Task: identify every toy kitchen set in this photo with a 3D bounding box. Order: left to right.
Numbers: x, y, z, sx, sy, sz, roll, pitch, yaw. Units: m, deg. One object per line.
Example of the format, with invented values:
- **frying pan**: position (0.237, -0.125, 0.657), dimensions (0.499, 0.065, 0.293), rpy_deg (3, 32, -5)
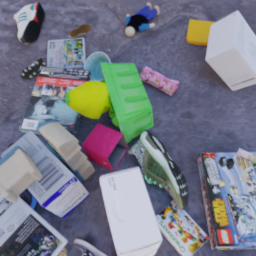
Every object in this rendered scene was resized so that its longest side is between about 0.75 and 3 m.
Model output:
- **toy kitchen set**: position (-2.366, 0.980, 7.473), dimensions (1.530, 2.597, 2.081), rpy_deg (38, 72, 22)

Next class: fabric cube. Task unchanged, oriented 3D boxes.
- **fabric cube**: position (-0.684, 0.599, 8.548), dimensions (0.938, 0.924, 0.941), rpy_deg (22, 63, 22)

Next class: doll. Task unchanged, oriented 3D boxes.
- **doll**: position (0.569, -4.611, 12.049), dimensions (1.388, 0.493, 2.034), rpy_deg (31, 63, 19)

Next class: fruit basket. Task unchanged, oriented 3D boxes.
- **fruit basket**: position (-0.649, -0.797, 8.931), dimensions (2.619, 1.889, 2.619), rpy_deg (-3, 59, 6)

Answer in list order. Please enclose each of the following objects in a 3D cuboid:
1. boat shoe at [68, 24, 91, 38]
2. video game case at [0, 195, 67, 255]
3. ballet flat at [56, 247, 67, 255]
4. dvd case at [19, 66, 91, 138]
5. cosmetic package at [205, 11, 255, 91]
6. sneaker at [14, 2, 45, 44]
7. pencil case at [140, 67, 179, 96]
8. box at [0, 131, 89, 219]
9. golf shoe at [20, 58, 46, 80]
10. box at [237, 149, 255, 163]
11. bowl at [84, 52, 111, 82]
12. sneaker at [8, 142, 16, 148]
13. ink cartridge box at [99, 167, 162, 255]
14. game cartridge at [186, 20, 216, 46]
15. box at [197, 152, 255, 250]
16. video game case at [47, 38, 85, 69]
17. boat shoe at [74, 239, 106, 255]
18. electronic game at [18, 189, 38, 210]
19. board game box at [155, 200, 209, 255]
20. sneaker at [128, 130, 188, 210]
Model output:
- **boat shoe**: position (-2.019, -4.031, 11.662), dimensions (1.029, 0.322, 0.377), rpy_deg (-27, 105, -18)
- **video game case**: position (-2.965, 2.955, 6.650), dimensions (2.050, 0.263, 2.255), rpy_deg (38, 69, 10)
- **ballet flat**: position (-2.844, 3.018, 7.231), dimensions (2.515, 0.821, 0.887), rpy_deg (11, 60, 7)
- **dvd case**: position (-2.472, -0.963, 9.747), dimensions (1.920, 0.289, 2.629), rpy_deg (6, 64, 8)
- **cosmetic package**: position (3.795, -2.683, 9.954), dimensions (1.146, 1.865, 1.859), rpy_deg (-17, 46, 44)
- **sneaker**: position (-4.336, -4.355, 11.819), dimensions (1.088, 0.819, 2.327), rpy_deg (-2, 58, 15)
- **pencil case**: position (1.113, -1.721, 10.219), dimensions (1.440, 0.623, 0.596), rpy_deg (29, 71, 15)
- **box**: position (-2.162, 1.333, 7.544), dimensions (1.032, 1.967, 1.809), rpy_deg (-43, 68, -16)
- **golf shoe**: position (-3.612, -2.242, 10.713), dimensions (1.137, 0.439, 0.501), rpy_deg (-38, 23, -5)
- **box**: position (3.623, 0.860, 8.289), dimensions (0.764, 0.158, 0.148), rpy_deg (25, 41, 14)
- **bowl**: position (-1.010, -2.176, 10.368), dimensions (1.119, 0.585, 1.119), rpy_deg (-2, 85, 27)
- **sneaker**: position (-3.590, 0.950, 8.402), dimensions (1.677, 0.938, 0.613), rpy_deg (-40, 68, -21)
- **ink cartridge box**: position (0.026, 2.251, 6.787), dimensions (0.976, 2.358, 1.728), rpy_deg (-13, 60, -8)
- **game cartridge**: position (3.289, -3.987, 11.840), dimensions (1.552, 0.252, 1.368), rpy_deg (10, 59, 9)
- **box**: position (3.115, 2.002, 8.005), dimensions (1.849, 0.539, 2.701), rpy_deg (0, 59, -1)
- **video game case**: position (-2.476, -2.954, 11.233), dimensions (1.487, 0.180, 1.632), rpy_deg (-6, 58, -4)
- **boat shoe**: position (-1.038, 3.345, 7.232), dimensions (1.074, 0.401, 0.498), rpy_deg (24, 47, 15)
- **electronic game**: position (-3.165, 2.095, 8.049), dimensions (1.103, 0.230, 1.103), rpy_deg (5, 58, -9)
- **board game box**: position (1.417, 2.787, 7.708), dimensions (0.861, 0.236, 1.365), rpy_deg (-36, 65, -19)
- **sneaker**: position (0.860, 1.356, 8.364), dimensions (1.137, 0.986, 2.565), rpy_deg (-39, 64, 19)
